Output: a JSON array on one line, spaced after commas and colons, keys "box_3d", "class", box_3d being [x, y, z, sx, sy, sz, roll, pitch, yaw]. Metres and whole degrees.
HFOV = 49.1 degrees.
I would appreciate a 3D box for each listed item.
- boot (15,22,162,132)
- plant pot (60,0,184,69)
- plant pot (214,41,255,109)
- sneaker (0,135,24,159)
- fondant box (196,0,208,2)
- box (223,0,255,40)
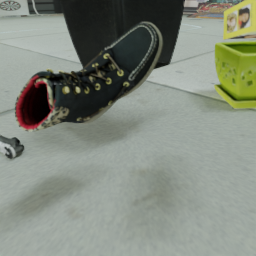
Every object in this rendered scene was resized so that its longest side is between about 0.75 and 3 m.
[{"box_3d": [-0.511, -0.726, 4.101, 0.775, 2.147, 1.622, 51, 23, 8], "class": "boot"}, {"box_3d": [-0.103, -2.396, 6.647, 2.256, 2.001, 2.250, -1, -3, -41], "class": "plant pot"}, {"box_3d": [4.222, -1.816, 9.601, 2.133, 1.936, 2.123, -2, 28, -5], "class": "plant pot"}, {"box_3d": [-2.998, 0.400, 6.991, 1.125, 0.374, 0.509, 24, 33, 33], "class": "sneaker"}, {"box_3d": [1.756, -3.691, 6.300, 0.942, 1.306, 0.380, -39, 31, -1], "class": "fondant box"}, {"box_3d": [1.982, -1.524, 3.744, 0.741, 0.493, 1.968, -4, 12, -1], "class": "box"}]
